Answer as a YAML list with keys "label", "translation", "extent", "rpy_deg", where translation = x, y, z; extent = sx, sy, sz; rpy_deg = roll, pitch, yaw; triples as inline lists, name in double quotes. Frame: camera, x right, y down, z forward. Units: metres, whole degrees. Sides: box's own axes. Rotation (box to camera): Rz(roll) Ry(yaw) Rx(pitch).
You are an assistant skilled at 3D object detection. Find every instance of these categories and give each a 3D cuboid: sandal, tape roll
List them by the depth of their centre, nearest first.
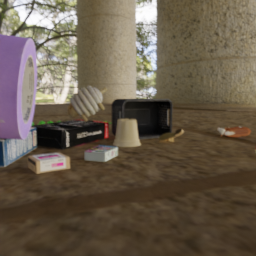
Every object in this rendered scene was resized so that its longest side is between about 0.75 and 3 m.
- label: "tape roll"
  translation: [-2.931, -0.968, 6.768]
  extent: [1.046, 2.462, 2.462]
  rpy_deg: [4, 6, -11]
- label: "sandal"
  translation: [1.625, 0.375, 10.328]
  extent: [1.070, 0.352, 0.392]
  rpy_deg: [-23, 28, 39]

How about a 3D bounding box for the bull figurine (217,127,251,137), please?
- label: "bull figurine"
  translation: [4.396, 0.157, 11.685]
  extent: [1.311, 0.427, 0.796]
  rpy_deg: [2, 7, 14]

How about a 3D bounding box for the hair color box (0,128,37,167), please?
- label: "hair color box"
  translation: [-3.577, 0.471, 7.985]
  extent: [1.190, 0.720, 2.379]
  rpy_deg: [0, 7, 0]

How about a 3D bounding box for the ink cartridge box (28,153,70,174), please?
- label: "ink cartridge box"
  translation: [-1.913, 0.833, 6.749]
  extent: [0.823, 0.309, 0.678]
  rpy_deg: [-4, 7, -36]

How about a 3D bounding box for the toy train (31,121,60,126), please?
- label: "toy train"
  translation: [-3.818, 0.001, 12.773]
  extent: [2.534, 0.529, 0.715]
  rpy_deg: [-1, 17, -8]

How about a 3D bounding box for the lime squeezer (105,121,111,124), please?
- label: "lime squeezer"
  translation: [-1.274, -0.280, 16.198]
  extent: [0.359, 0.192, 1.016]
  rpy_deg: [3, 7, 20]

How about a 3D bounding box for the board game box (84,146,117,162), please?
- label: "board game box"
  translation: [-0.745, 0.716, 7.870]
  extent: [0.627, 0.273, 0.850]
  rpy_deg: [3, 7, 20]

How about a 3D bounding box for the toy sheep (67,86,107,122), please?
- label: "toy sheep"
  translation: [-1.482, -0.943, 10.255]
  extent: [1.685, 1.162, 1.162]
  rpy_deg: [-34, 13, -7]

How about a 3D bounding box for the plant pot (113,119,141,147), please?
- label: "plant pot"
  translation: [-0.051, 0.145, 9.871]
  extent: [0.986, 0.902, 0.986]
  rpy_deg: [0, 7, 0]

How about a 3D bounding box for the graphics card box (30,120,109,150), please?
- label: "graphics card box"
  translation: [-2.156, 0.169, 10.403]
  extent: [1.736, 0.704, 2.767]
  rpy_deg: [5, 8, 26]

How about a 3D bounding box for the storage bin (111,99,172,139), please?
- label: "storage bin"
  translation: [0.574, -0.405, 11.581]
  extent: [2.319, 1.568, 1.087]
  rpy_deg: [-4, 9, -27]
